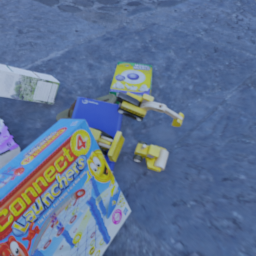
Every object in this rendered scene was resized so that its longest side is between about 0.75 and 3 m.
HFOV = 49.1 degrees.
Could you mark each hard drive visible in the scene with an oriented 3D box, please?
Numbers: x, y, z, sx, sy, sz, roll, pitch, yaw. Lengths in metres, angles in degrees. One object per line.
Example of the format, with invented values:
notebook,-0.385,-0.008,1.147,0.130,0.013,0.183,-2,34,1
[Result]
hard drive,-1.055,0.161,8.656,1.559,0.300,2.363,11,56,-4

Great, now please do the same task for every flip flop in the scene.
flip flop,-1.493,-0.756,9.752,2.215,0.638,0.898,-21,41,1

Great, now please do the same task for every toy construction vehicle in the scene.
toy construction vehicle,0.173,0.016,8.084,2.504,0.882,2.180,24,65,2

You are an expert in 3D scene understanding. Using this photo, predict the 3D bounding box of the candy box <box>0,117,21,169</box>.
candy box,-4.405,0.491,8.348,1.749,0.746,2.085,-29,56,-25

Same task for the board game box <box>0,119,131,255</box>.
board game box,-1.407,1.730,5.646,0.795,2.784,2.843,2,37,38

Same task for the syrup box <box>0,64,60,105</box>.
syrup box,-3.656,-1.508,9.705,2.262,0.891,0.921,7,21,-40

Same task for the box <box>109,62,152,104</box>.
box,0.181,-1.864,11.118,1.505,0.621,2.566,6,40,2
